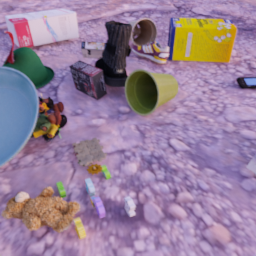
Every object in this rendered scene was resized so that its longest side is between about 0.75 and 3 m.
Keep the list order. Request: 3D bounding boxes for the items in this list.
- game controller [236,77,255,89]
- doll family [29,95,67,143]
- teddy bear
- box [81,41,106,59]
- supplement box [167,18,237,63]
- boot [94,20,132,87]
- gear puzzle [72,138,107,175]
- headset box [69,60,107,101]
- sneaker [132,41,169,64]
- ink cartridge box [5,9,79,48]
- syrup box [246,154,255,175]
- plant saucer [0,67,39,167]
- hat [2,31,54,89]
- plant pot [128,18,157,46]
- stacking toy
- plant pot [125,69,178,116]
[{"bbox_3d":[4.560,-1.630,10.121,1.219,0.257,0.636,-2,36,-1],"label":"game controller"},{"bbox_3d":[-2.449,-0.314,7.733,1.571,1.067,2.718,-18,37,-15],"label":"doll family"},{"bbox_3d":[-1.718,1.599,5.582,1.514,0.506,1.098,19,38,23],"label":"teddy bear"},{"bbox_3d":[-1.212,-3.010,10.919,1.167,0.681,0.351,4,74,0],"label":"box"},{"bbox_3d":[3.059,-3.787,12.015,2.624,1.437,1.428,3,37,3],"label":"supplement box"},{"bbox_3d":[-0.561,-2.712,9.859,1.025,2.036,2.723,-8,24,-20],"label":"boot"},{"bbox_3d":[-0.902,0.719,6.892,0.736,0.186,1.421,-14,33,-15],"label":"gear puzzle"},{"bbox_3d":[-1.293,-1.582,9.420,1.309,0.973,0.491,29,55,34],"label":"headset box"},{"bbox_3d":[0.956,-3.329,11.819,1.754,0.790,0.657,29,27,26],"label":"sneaker"},{"bbox_3d":[-4.132,-4.850,13.481,2.917,1.249,2.153,-18,34,-24],"label":"ink cartridge box"},{"bbox_3d":[3.907,0.483,6.615,2.232,0.909,0.879,-26,56,-32],"label":"syrup box"},{"bbox_3d":[-3.218,-0.123,6.325,2.742,0.493,2.742,-4,64,9],"label":"plant saucer"},{"bbox_3d":[-3.837,-2.771,9.889,2.669,2.349,2.211,25,44,29],"label":"hat"},{"bbox_3d":[0.471,-4.467,13.082,1.349,1.349,1.235,-17,31,-21],"label":"plant pot"},{"bbox_3d":[-0.723,1.440,5.896,1.213,0.378,1.609,-17,39,-22],"label":"stacking toy"},{"bbox_3d":[0.854,-1.189,8.821,1.341,1.413,1.413,-17,38,-42],"label":"plant pot"}]
